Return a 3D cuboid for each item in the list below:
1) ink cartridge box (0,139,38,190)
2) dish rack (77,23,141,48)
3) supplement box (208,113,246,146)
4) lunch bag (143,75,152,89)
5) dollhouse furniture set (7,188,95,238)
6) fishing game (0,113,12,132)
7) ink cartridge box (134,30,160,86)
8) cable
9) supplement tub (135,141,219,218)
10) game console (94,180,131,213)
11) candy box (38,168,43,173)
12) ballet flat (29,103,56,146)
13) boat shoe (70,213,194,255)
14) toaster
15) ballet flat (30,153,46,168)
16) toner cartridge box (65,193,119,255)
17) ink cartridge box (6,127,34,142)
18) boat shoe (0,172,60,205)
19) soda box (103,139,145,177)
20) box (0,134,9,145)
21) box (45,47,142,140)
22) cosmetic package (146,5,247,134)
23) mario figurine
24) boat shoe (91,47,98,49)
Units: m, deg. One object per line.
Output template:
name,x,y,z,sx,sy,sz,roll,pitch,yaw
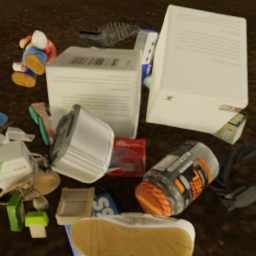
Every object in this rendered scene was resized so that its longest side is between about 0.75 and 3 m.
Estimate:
ink cartridge box,-3.314,1.101,8.007,1.106,1.515,0.637,-15,56,-9
dish rack,-0.665,-3.739,10.992,2.215,0.604,1.699,-30,36,-24
supplement box,3.522,-0.064,10.000,0.961,0.960,0.645,30,48,30
lunch bag,1.646,-1.898,11.698,1.860,1.134,1.584,-3,11,-9
dollhouse furniture set,-1.924,2.218,7.232,2.189,0.845,1.094,0,29,-2
fishing game,-5.164,-0.279,10.881,1.293,0.201,0.926,20,44,12
ink cartridge box,0.625,-2.974,12.132,0.525,2.374,1.116,27,27,22
cable,3.440,1.238,8.000,0.582,2.293,1.871,40,18,-20
supplement tub,1.370,1.458,7.884,2.286,1.400,1.400,-34,50,-31
game console,-0.470,1.889,7.912,0.177,0.866,1.468,-41,34,-19
candy box,-2.953,1.587,8.711,0.391,0.101,0.766,32,54,27
ballet flat,-2.992,-0.271,10.408,0.813,0.823,2.418,-17,44,-25
boat shoe,0.077,2.364,6.160,2.760,0.977,0.957,-3,4,21
toaster,-1.262,0.521,7.511,1.394,1.227,2.159,31,43,-24
ballet flat,-3.244,1.066,8.998,1.398,0.526,0.474,-7,22,-7
toner cartridge box,-0.551,2.996,6.657,1.365,0.620,2.873,-17,43,-19
ink cartridge box,-3.566,0.224,9.270,0.834,0.671,0.209,8,67,-27
boat shoe,-2.743,1.732,7.759,1.777,0.633,0.573,-23,3,8
soda box,-0.811,0.922,8.819,2.697,0.855,0.944,2,52,2
box,-4.615,0.631,9.518,0.832,0.474,0.904,23,44,32
box,-1.005,-1.358,10.053,2.876,2.476,2.890,4,28,5
cosmetic package,1.923,-1.601,8.284,2.262,2.264,2.744,10,69,-2
mario figurine,-3.167,-2.325,8.893,1.577,1.354,2.554,-16,33,1
boat shoe,-0.729,-3.286,13.556,2.534,0.912,0.833,28,58,15
